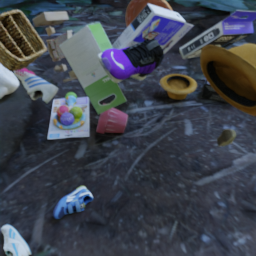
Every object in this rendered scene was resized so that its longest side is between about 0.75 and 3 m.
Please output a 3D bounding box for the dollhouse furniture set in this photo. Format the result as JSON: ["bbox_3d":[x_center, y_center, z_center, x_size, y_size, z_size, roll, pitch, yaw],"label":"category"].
[{"bbox_3d":[-2.675,-2.891,10.433,1.241,2.394,1.060,-6,16,40],"label":"dollhouse furniture set"}]

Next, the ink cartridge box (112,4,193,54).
[{"bbox_3d":[0.886,-3.627,11.548,2.814,2.788,0.611,-8,65,-47],"label":"ink cartridge box"}]

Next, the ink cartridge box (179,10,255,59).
[{"bbox_3d":[3.123,-3.004,9.128,2.158,0.473,2.179,-20,-4,-41],"label":"ink cartridge box"}]

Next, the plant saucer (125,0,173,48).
[{"bbox_3d":[1.027,-4.675,12.397,2.454,2.454,0.459,20,48,25],"label":"plant saucer"}]

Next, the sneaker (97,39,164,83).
[{"bbox_3d":[0.261,-2.148,8.359,1.420,0.992,2.855,-31,-4,28],"label":"sneaker"}]

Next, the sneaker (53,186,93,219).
[{"bbox_3d":[-1.552,2.175,7.982,0.524,0.471,1.273,29,46,31],"label":"sneaker"}]

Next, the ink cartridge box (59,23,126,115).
[{"bbox_3d":[-1.040,-2.018,9.755,1.428,2.751,0.816,-22,12,34],"label":"ink cartridge box"}]

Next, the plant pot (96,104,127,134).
[{"bbox_3d":[-0.607,-0.274,10.866,1.034,1.155,1.155,14,36,-6],"label":"plant pot"}]

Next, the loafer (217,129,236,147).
[{"bbox_3d":[2.861,0.272,8.034,0.338,0.991,0.375,-6,73,-6],"label":"loafer"}]

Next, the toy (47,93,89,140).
[{"bbox_3d":[-2.458,-0.666,11.681,1.599,0.656,2.778,-4,37,-5],"label":"toy"}]

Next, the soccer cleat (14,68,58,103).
[{"bbox_3d":[-3.637,-1.625,10.510,2.221,0.776,0.959,24,83,26],"label":"soccer cleat"}]

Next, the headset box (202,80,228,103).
[{"bbox_3d":[4.563,-2.093,13.490,1.545,0.802,2.076,14,38,18],"label":"headset box"}]

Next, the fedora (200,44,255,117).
[{"bbox_3d":[3.233,-1.534,7.841,1.111,2.724,2.724,-41,46,-3],"label":"fedora"}]

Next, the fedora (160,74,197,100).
[{"bbox_3d":[2.328,-1.860,13.220,1.835,0.748,1.835,0,38,0],"label":"fedora"}]

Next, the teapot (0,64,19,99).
[{"bbox_3d":[-6.212,-2.203,13.180,1.336,1.805,1.829,-40,14,6],"label":"teapot"}]

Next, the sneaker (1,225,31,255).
[{"bbox_3d":[-2.933,2.884,7.039,1.151,0.440,0.465,28,45,35],"label":"sneaker"}]

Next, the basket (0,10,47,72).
[{"bbox_3d":[-3.498,-2.657,8.499,1.148,1.542,1.100,-29,8,23],"label":"basket"}]
